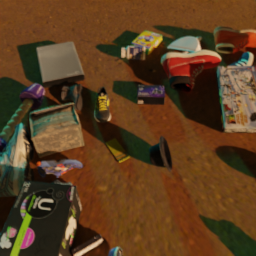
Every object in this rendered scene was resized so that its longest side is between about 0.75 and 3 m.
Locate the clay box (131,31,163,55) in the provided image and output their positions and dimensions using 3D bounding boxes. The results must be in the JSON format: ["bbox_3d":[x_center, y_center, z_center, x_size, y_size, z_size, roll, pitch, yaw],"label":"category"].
[{"bbox_3d":[0.936,-4.148,13.406,0.954,0.395,1.660,23,52,20],"label":"clay box"}]

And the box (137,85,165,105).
[{"bbox_3d":[0.866,-1.273,10.766,1.044,0.411,0.736,1,45,1],"label":"box"}]

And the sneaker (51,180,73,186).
[{"bbox_3d":[-2.130,1.767,8.007,1.160,0.460,0.554,3,37,-9],"label":"sneaker"}]

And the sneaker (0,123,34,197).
[{"bbox_3d":[-3.499,0.879,8.403,1.111,0.999,2.573,-11,48,-6],"label":"sneaker"}]

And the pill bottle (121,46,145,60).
[{"bbox_3d":[0.231,-3.359,12.548,1.057,0.586,0.586,2,47,2],"label":"pill bottle"}]

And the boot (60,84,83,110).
[{"bbox_3d":[-2.163,-1.113,10.667,0.825,0.437,1.253,-9,52,9],"label":"boot"}]

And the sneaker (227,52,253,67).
[{"bbox_3d":[4.391,-2.403,11.446,1.010,0.896,2.390,20,51,11],"label":"sneaker"}]

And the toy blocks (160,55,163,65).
[{"bbox_3d":[1.724,-2.992,12.326,0.541,0.396,0.792,7,24,4],"label":"toy blocks"}]

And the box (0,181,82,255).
[{"bbox_3d":[-2.065,2.465,6.777,1.436,1.202,1.934,4,47,4],"label":"box"}]

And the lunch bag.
[{"bbox_3d":[-2.404,-0.143,9.277,1.530,1.097,1.866,-15,43,-12],"label":"lunch bag"}]

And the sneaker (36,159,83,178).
[{"bbox_3d":[-2.010,1.190,8.271,1.361,0.513,0.534,-1,88,-23],"label":"sneaker"}]

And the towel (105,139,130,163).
[{"bbox_3d":[-0.354,0.722,9.141,0.403,0.084,0.935,-24,51,-21],"label":"towel"}]

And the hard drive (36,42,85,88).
[{"bbox_3d":[-2.942,-2.748,12.017,1.688,0.398,2.419,-14,52,-12],"label":"hard drive"}]

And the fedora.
[{"bbox_3d":[0.940,0.824,8.427,0.540,1.182,1.182,-12,45,16],"label":"fedora"}]

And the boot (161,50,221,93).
[{"bbox_3d":[2.765,-2.214,11.414,2.545,0.922,1.836,-7,58,-11],"label":"boot"}]

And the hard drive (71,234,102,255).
[{"bbox_3d":[-0.991,2.897,6.829,0.764,0.534,0.145,-24,63,-21],"label":"hard drive"}]

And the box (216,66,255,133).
[{"bbox_3d":[4.165,-1.053,9.966,1.757,0.512,2.567,0,63,7],"label":"box"}]

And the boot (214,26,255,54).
[{"bbox_3d":[5.172,-3.904,13.003,2.374,0.891,1.273,7,63,4],"label":"boot"}]

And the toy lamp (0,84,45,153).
[{"bbox_3d":[-3.775,-0.414,9.719,0.869,0.869,2.984,11,51,10],"label":"toy lamp"}]

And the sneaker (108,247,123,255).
[{"bbox_3d":[-0.396,3.286,6.621,0.394,0.347,0.883,-21,32,30],"label":"sneaker"}]

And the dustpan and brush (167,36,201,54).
[{"bbox_3d":[2.962,-3.985,13.242,1.447,0.593,2.073,21,56,32],"label":"dustpan and brush"}]

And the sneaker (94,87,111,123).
[{"bbox_3d":[-0.979,-0.863,10.199,0.589,0.669,1.582,-6,47,-4],"label":"sneaker"}]
